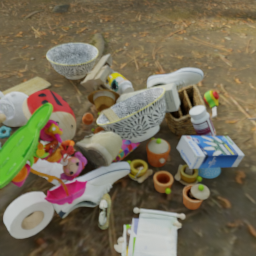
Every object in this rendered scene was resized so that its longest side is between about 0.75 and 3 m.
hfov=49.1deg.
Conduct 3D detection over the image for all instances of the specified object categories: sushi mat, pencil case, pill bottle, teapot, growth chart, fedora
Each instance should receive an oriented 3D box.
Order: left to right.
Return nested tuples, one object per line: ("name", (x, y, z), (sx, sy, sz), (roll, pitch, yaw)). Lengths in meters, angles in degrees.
("teapot", (-4.595, -0.920, 11.380), (1.641, 1.198, 1.619), (-15, 42, -16))
("sushi mat", (-4.919, -1.772, 13.235), (1.129, 0.143, 2.360), (30, 48, 31))
("fedora", (-0.979, -1.020, 11.543), (1.473, 1.473, 0.601), (-3, 67, -4))
("sushi mat", (-0.494, -0.307, 10.029), (0.450, 0.057, 0.941), (-28, 74, -44))
("pill bottle", (-0.362, -1.956, 12.943), (0.800, 0.800, 1.465), (-21, 43, -23))
("pencil case", (-0.140, 0.712, 9.901), (0.566, 0.566, 1.280), (26, 44, 28))
("growth chart", (0.524, 3.082, 7.321), (1.708, 0.209, 2.361), (9, 41, 11))
("pill bottle", (2.580, -0.158, 9.764), (0.650, 1.138, 0.650), (-22, 27, 12))

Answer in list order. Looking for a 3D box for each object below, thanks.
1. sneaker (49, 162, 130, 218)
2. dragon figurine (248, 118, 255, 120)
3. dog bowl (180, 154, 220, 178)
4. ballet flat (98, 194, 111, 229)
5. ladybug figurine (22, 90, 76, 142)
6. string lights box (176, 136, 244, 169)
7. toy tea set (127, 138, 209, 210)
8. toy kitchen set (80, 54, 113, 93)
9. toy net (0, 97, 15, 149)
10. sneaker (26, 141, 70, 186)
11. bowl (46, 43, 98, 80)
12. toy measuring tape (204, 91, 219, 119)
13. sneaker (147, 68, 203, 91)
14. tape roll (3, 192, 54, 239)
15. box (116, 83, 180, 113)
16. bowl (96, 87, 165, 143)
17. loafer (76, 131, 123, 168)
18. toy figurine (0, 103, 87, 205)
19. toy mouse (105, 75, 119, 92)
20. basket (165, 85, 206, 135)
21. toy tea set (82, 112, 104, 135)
("sneaker", (-1.009, 1.856, 8.423), (2.663, 0.972, 0.943), (-20, 70, -26))
("dragon figurine", (5.999, -0.444, 11.186), (2.384, 1.185, 0.702), (-28, 45, -3))
("dog bowl", (2.503, 1.018, 9.667), (0.906, 0.403, 1.626), (-19, 43, -21))
("ballet flat", (-0.676, 2.317, 7.799), (0.343, 0.343, 0.969), (2, 74, 2))
("ladybug figurine", (-2.618, -0.544, 9.544), (1.744, 0.924, 2.569), (11, 27, -46))
("string lights box", (2.627, 0.770, 8.993), (1.896, 0.559, 0.974), (1, 38, -25))
("toy tea set", (1.352, 1.290, 8.830), (2.792, 1.033, 1.660), (26, 46, 28))
("toy kitchen set", (-0.767, -1.957, 11.304), (1.579, 1.424, 1.288), (0, 55, 55))
("toy net", (-4.496, -0.053, 10.121), (1.404, 0.517, 2.676), (-4, 66, 2))
("sneaker", (-2.329, 0.987, 9.298), (1.574, 1.004, 2.724), (37, 17, -12))
("bowl", (-2.752, -3.243, 14.188), (2.549, 1.196, 2.549), (1, 40, -1))
("toy measuring tape", (3.559, -1.108, 12.038), (0.655, 0.655, 1.781), (9, 41, 11))
("sneaker", (2.125, -1.995, 12.804), (2.604, 0.951, 0.922), (-10, 47, 19))
("tape roll", (-2.616, 2.314, 7.442), (1.233, 1.233, 0.431), (-28, 46, -29))
("box", (0.783, -0.994, 10.959), (2.286, 0.939, 0.782), (-11, 23, 24))
("bowl", (0.308, -0.282, 9.500), (2.539, 1.192, 2.539), (-24, 17, 8))
("loafer", (-0.867, 0.652, 8.807), (0.932, 1.033, 2.730), (-38, 14, -19))
("toy figurine", (-1.847, 0.925, 6.982), (1.740, 2.133, 2.317), (11, 65, 52))
("toy mouse", (-0.818, -1.699, 12.481), (0.285, 1.471, 1.307), (9, 39, -53))
("basket", (2.142, -0.771, 11.062), (1.274, 1.330, 1.786), (0, 41, -2))
("toy tea set", (-0.912, 0.048, 10.372), (1.040, 0.647, 1.750), (-39, 85, -25))
